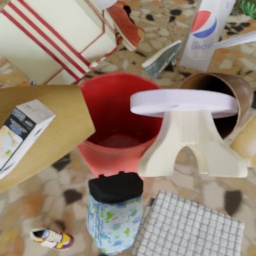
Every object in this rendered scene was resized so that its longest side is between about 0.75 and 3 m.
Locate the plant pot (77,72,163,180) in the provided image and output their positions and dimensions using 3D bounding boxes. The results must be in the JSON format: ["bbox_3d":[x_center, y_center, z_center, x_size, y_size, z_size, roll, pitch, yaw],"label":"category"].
[{"bbox_3d":[-0.211,0.226,7.305,2.575,2.279,2.575,0,50,1],"label":"plant pot"}]

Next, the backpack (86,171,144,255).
[{"bbox_3d":[-0.268,1.614,5.171,1.110,1.361,1.046,-2,38,-36],"label":"backpack"}]

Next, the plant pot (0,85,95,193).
[{"bbox_3d":[-1.755,-0.049,5.288,2.060,1.920,1.920,-20,52,-6],"label":"plant pot"}]

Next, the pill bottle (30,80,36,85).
[{"bbox_3d":[-2.909,-1.354,9.602,0.796,0.796,1.434,-14,51,-12],"label":"pill bottle"}]

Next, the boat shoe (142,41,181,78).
[{"bbox_3d":[1.440,-2.694,10.950,2.372,0.864,0.733,-42,105,-37],"label":"boat shoe"}]

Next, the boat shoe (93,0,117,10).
[{"bbox_3d":[-1.552,-3.990,8.512,2.528,0.910,0.866,-6,88,21],"label":"boat shoe"}]

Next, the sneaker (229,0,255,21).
[{"bbox_3d":[3.119,-2.911,6.654,2.271,0.873,1.006,10,67,49],"label":"sneaker"}]

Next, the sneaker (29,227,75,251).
[{"bbox_3d":[-1.778,2.566,6.518,1.051,0.474,0.394,5,50,4],"label":"sneaker"}]

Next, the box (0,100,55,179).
[{"bbox_3d":[-1.609,0.207,3.916,0.363,1.206,0.703,40,12,-6],"label":"box"}]

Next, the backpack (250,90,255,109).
[{"bbox_3d":[4.875,-1.145,9.344,1.244,0.943,1.490,33,55,27],"label":"backpack"}]

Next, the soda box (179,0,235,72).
[{"bbox_3d":[1.915,-2.564,6.745,0.714,2.251,0.768,15,36,-1],"label":"soda box"}]

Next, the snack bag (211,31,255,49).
[{"bbox_3d":[3.135,-2.136,6.109,2.100,0.225,1.980,-20,11,-32],"label":"snack bag"}]

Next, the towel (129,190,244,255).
[{"bbox_3d":[0.719,1.884,3.941,1.399,0.723,1.689,19,58,9],"label":"towel"}]

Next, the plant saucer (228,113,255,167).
[{"bbox_3d":[2.653,0.064,5.001,2.073,2.073,0.367,-24,55,-19],"label":"plant saucer"}]

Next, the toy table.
[{"bbox_3d":[1.081,0.160,5.055,2.336,2.147,1.368,3,83,-28],"label":"toy table"}]

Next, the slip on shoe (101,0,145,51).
[{"bbox_3d":[-0.308,-3.709,9.033,0.820,0.993,2.681,-36,70,18],"label":"slip on shoe"}]

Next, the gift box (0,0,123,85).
[{"bbox_3d":[-1.773,-2.221,6.942,2.457,2.486,2.663,-33,33,23],"label":"gift box"}]

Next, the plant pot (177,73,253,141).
[{"bbox_3d":[2.871,-0.822,8.577,2.191,2.048,2.048,-22,51,-42],"label":"plant pot"}]
